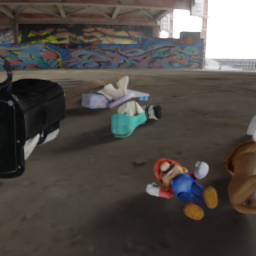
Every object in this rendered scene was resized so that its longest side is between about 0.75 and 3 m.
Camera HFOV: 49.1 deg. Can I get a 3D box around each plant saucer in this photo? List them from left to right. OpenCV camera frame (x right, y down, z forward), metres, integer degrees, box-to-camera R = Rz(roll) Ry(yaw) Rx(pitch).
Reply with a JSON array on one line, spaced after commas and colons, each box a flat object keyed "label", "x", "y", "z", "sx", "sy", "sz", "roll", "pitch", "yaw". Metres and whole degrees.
[{"label": "plant saucer", "x": -2.413, "y": -1.677, "z": 13.665, "sx": 2.800, "sy": 0.412, "sz": 2.800, "roll": -24, "pitch": 3, "yaw": 1}]

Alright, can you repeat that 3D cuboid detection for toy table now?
[{"label": "toy table", "x": -0.499, "y": -1.790, "z": 14.240, "sx": 1.687, "sy": 1.074, "sz": 1.835, "roll": -25, "pitch": 5, "yaw": 22}]

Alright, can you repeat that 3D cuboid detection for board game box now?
[{"label": "board game box", "x": -0.767, "y": -1.934, "z": 16.939, "sx": 2.960, "sy": 0.383, "sz": 2.959, "roll": -9, "pitch": 18, "yaw": -28}]

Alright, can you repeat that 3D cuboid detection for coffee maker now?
[{"label": "coffee maker", "x": -2.670, "y": -0.479, "z": 7.086, "sx": 1.914, "sy": 2.730, "sz": 2.842, "roll": 28, "pitch": 17, "yaw": -5}]

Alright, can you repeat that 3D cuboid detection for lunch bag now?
[{"label": "lunch bag", "x": -1.625, "y": -1.419, "z": 14.317, "sx": 1.238, "sy": 0.787, "sz": 1.050, "roll": -3, "pitch": 14, "yaw": -35}]

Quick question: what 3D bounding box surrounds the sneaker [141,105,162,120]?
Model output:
[{"label": "sneaker", "x": 0.877, "y": -0.647, "z": 11.866, "sx": 0.728, "sy": 0.610, "sz": 1.646, "roll": -5, "pitch": 7, "yaw": -19}]

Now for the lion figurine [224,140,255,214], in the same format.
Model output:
[{"label": "lion figurine", "x": 2.363, "y": 0.907, "z": 5.325, "sx": 1.576, "sy": 0.933, "sz": 2.574, "roll": -31, "pitch": 1, "yaw": 37}]

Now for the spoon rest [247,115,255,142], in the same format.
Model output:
[{"label": "spoon rest", "x": 4.195, "y": 0.182, "z": 8.148, "sx": 1.482, "sy": 0.904, "sz": 2.984, "roll": 2, "pitch": 14, "yaw": 6}]

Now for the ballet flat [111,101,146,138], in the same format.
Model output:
[{"label": "ballet flat", "x": 0.103, "y": -0.471, "z": 10.366, "sx": 0.943, "sy": 0.986, "sz": 2.801, "roll": 4, "pitch": 15, "yaw": 15}]

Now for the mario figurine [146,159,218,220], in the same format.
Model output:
[{"label": "mario figurine", "x": 0.907, "y": 0.991, "z": 5.287, "sx": 0.973, "sy": 0.835, "sz": 1.576, "roll": -5, "pitch": 18, "yaw": -20}]
